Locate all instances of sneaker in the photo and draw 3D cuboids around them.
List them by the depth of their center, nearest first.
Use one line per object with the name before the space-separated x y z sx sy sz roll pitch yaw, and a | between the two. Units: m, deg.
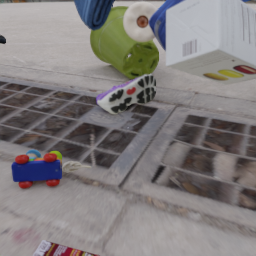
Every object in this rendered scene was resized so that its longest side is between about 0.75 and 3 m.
sneaker | -0.018 -1.115 8.353 2.120 0.855 0.885 -22 30 -33

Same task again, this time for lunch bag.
lunch bag | 1.481 -2.355 5.981 1.901 1.291 1.258 -41 57 11

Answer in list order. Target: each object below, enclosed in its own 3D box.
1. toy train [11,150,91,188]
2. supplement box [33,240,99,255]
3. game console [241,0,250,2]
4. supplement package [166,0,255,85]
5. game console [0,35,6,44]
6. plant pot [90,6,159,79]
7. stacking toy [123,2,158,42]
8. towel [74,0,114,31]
toy train | -1.403 0.683 5.378 1.407 0.596 0.814 -3 15 -6
supplement box | -0.765 1.810 3.514 0.960 0.292 0.522 9 30 13
game console | 2.572 -3.075 4.528 1.607 0.951 1.371 -9 36 55
supplement package | 1.628 -1.443 4.803 1.808 0.990 1.028 6 -7 -38
game console | -3.806 -2.257 6.497 1.807 0.218 1.066 11 26 -27
plant pot | 0.035 -3.027 10.710 2.422 2.422 2.300 -12 44 -20
stacking toy | 0.318 -2.512 6.908 0.886 0.886 1.213 -1 10 -1
towel | -1.106 -4.081 7.395 0.721 1.658 2.969 -8 57 -30
